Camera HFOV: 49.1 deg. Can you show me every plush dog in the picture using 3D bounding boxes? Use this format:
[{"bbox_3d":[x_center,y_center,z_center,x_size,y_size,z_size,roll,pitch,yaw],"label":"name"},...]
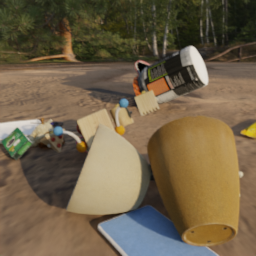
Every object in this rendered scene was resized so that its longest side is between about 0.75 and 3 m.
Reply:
[{"bbox_3d":[-2.169,0.231,7.654,0.822,0.768,0.957,38,35,27],"label":"plush dog"}]

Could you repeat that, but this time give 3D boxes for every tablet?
[{"bbox_3d":[0.383,1.602,3.876,1.036,0.109,1.592,-11,21,-33],"label":"tablet"}]

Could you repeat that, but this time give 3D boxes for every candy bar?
[{"bbox_3d":[4.431,-0.048,9.110,0.615,0.273,2.468,19,24,39],"label":"candy bar"}]

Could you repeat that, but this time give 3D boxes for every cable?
[{"bbox_3d":[0.736,0.747,5.445,2.702,0.680,1.312,6,38,10],"label":"cable"}]

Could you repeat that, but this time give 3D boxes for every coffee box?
[{"bbox_3d":[-2.818,0.378,7.083,0.576,0.206,0.936,-48,42,-12],"label":"coffee box"}]

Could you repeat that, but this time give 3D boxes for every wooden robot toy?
[{"bbox_3d":[-0.499,0.235,6.567,2.882,1.308,1.270,-23,0,-9],"label":"wooden robot toy"}]

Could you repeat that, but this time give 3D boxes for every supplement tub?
[{"bbox_3d":[1.684,-2.015,11.527,2.775,1.701,1.701,-20,5,31],"label":"supplement tub"}]

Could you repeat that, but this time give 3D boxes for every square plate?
[{"bbox_3d":[-3.447,0.123,8.593,1.724,0.245,1.707,-9,19,-27],"label":"square plate"}]

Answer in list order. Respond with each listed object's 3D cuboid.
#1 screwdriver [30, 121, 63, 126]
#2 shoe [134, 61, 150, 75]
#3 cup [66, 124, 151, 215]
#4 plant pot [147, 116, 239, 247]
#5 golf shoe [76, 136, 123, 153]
[{"bbox_3d":[-2.679,-0.140,9.187,0.186,0.179,1.280,-12,-8,41],"label":"screwdriver"},{"bbox_3d":[1.166,-2.233,13.247,2.260,0.807,1.028,50,14,10],"label":"shoe"},{"bbox_3d":[-0.253,0.809,4.625,1.063,1.486,1.486,22,15,-7],"label":"cup"},{"bbox_3d":[1.018,0.829,4.022,1.386,1.386,1.487,0,45,-2],"label":"plant pot"},{"bbox_3d":[-0.696,0.421,7.372,1.313,0.495,0.601,4,4,0],"label":"golf shoe"}]
